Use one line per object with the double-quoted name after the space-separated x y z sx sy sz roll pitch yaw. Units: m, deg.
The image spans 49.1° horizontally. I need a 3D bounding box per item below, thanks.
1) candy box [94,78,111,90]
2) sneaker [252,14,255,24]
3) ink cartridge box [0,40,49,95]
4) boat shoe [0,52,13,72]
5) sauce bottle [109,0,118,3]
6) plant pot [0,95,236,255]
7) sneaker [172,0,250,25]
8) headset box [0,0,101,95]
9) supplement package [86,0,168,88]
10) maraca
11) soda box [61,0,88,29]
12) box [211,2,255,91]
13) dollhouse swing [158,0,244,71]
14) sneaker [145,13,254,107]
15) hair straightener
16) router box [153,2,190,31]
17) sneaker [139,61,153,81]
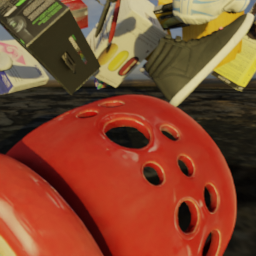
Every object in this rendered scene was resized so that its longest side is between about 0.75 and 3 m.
-0.879 -2.167 12.517 1.149 0.443 0.972 -19 -4 -12 "candy box"
4.285 -2.772 8.190 0.635 0.743 1.686 -6 39 -48 "sneaker"
-3.774 -2.007 8.977 1.806 1.773 0.391 -27 -11 -47 "ink cartridge box"
-3.010 -1.461 6.379 1.281 0.439 0.363 13 -20 31 "boat shoe"
0.107 -2.400 4.630 1.071 0.346 0.346 -15 -1 39 "sauce bottle"
-0.278 0.694 1.958 1.634 1.634 1.488 8 22 36 "plant pot"
1.519 -2.357 4.611 0.888 0.896 2.471 27 41 22 "sneaker"
-2.051 -2.293 6.866 2.572 1.193 2.239 43 -6 21 "headset box"
-0.226 -2.793 8.964 1.471 1.416 2.586 22 -46 -33 "supplement package"
0.964 -3.184 10.219 1.390 1.781 2.598 -14 28 -8 "maraca"
-2.626 -3.719 9.659 2.453 0.859 0.778 -24 59 -23 "soda box"
4.096 -2.791 9.316 1.122 2.982 0.747 40 25 31 "box"
2.063 -2.929 8.384 2.125 1.931 1.868 -29 34 -36 "dollhouse swing"
1.150 -1.421 4.785 1.029 2.074 0.733 45 -1 5 "sneaker"
-0.512 -2.891 6.220 0.758 1.970 0.403 19 45 -1 "hair straightener"
1.117 -2.817 7.054 0.813 0.212 0.639 6 -29 44 "router box"
1.375 -2.713 12.201 0.964 1.392 2.484 29 12 -32 "sneaker"
